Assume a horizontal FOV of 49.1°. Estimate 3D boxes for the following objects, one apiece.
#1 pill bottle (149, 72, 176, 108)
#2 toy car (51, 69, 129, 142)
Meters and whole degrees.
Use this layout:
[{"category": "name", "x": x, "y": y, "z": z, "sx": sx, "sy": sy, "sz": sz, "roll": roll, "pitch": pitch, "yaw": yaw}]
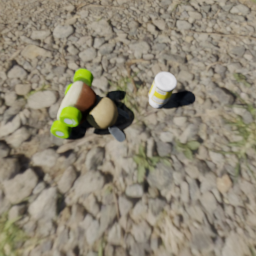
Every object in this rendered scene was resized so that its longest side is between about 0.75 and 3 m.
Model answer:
[{"category": "pill bottle", "x": 1.198, "y": -1.323, "z": 10.253, "sx": 0.776, "sy": 1.394, "sz": 0.776, "roll": 5, "pitch": 62, "yaw": -9}, {"category": "toy car", "x": -1.140, "y": -0.480, "z": 9.991, "sx": 2.480, "sy": 1.957, "sz": 2.037, "roll": 24, "pitch": 56, "yaw": -18}]
